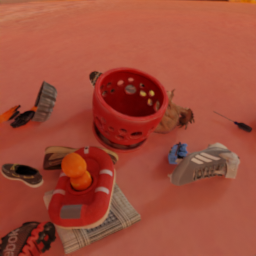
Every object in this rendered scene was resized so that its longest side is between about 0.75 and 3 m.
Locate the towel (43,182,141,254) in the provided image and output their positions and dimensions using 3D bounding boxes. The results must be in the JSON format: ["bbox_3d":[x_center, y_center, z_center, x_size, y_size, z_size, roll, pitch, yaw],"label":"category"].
[{"bbox_3d":[-1.064,2.100,7.682,2.150,0.386,2.233,-16,35,-24],"label":"towel"}]

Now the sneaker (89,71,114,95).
[{"bbox_3d":[-1.011,-1.775,12.872,0.829,2.115,0.951,-53,27,-5],"label":"sneaker"}]

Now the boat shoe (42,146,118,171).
[{"bbox_3d":[-1.544,1.128,8.983,2.420,0.873,0.871,4,57,1],"label":"boat shoe"}]

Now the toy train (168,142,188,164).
[{"bbox_3d":[1.719,0.857,9.649,0.584,0.443,1.023,2,29,18],"label":"toy train"}]

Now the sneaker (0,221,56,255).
[{"bbox_3d":[-2.516,2.861,6.159,0.992,0.718,2.030,7,34,22],"label":"sneaker"}]

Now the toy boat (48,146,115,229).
[{"bbox_3d":[-1.212,1.257,7.075,1.516,1.518,2.323,-6,35,10],"label":"toy boat"}]

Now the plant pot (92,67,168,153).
[{"bbox_3d":[-0.061,-0.512,9.486,2.373,2.161,2.373,6,53,-8],"label":"plant pot"}]

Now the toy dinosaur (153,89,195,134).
[{"bbox_3d":[1.648,-0.321,10.976,2.477,1.679,1.063,-43,6,-19],"label":"toy dinosaur"}]

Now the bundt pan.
[{"bbox_3d":[-3.439,-1.027,11.611,0.669,1.783,1.783,17,26,-23],"label":"bundt pan"}]

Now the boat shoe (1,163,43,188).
[{"bbox_3d":[-3.355,1.363,8.775,1.587,0.478,0.566,14,34,21],"label":"boat shoe"}]

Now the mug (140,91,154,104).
[{"bbox_3d":[0.625,-1.116,12.350,1.246,0.998,1.023,-3,20,21],"label":"mug"}]

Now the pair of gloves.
[{"bbox_3d":[-4.625,-0.485,11.660,1.663,0.206,1.481,8,42,26],"label":"pair of gloves"}]

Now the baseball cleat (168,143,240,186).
[{"bbox_3d":[2.512,1.207,8.628,2.612,0.911,1.390,-26,40,-34],"label":"baseball cleat"}]

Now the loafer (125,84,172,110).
[{"bbox_3d":[0.919,-1.718,13.311,1.062,0.929,2.955,-27,41,-36],"label":"loafer"}]

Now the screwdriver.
[{"bbox_3d":[4.321,-0.298,11.691,0.273,0.262,1.880,15,16,-42],"label":"screwdriver"}]
